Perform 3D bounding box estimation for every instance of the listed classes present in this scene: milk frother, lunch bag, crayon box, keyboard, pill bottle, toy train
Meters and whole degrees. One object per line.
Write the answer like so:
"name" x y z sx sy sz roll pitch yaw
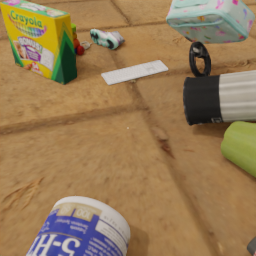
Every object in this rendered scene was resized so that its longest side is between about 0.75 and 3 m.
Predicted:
"milk frother" 2.817 -1.367 7.785 2.256 2.399 2.165 -3 10 25
"lunch bag" 2.428 -3.380 8.741 1.927 0.926 2.403 16 2 -38
"crayon box" -3.264 -3.189 10.316 2.799 2.415 0.816 24 46 26
"keyboard" 0.292 -2.172 10.893 2.591 0.138 0.729 -18 44 -19
"pill bottle" -1.011 2.518 4.297 1.537 1.537 2.569 10 41 12
"toy train" -2.349 -3.850 11.958 0.954 1.304 2.254 24 46 24

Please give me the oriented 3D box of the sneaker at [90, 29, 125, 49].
"sneaker" -0.875 -4.214 12.984 1.635 0.636 1.144 35 49 22

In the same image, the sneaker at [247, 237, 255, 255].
"sneaker" 3.199 2.216 5.424 1.661 0.555 0.890 -25 47 -22

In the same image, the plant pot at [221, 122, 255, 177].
"plant pot" 3.184 0.538 6.811 1.634 1.634 1.551 -29 36 -30
